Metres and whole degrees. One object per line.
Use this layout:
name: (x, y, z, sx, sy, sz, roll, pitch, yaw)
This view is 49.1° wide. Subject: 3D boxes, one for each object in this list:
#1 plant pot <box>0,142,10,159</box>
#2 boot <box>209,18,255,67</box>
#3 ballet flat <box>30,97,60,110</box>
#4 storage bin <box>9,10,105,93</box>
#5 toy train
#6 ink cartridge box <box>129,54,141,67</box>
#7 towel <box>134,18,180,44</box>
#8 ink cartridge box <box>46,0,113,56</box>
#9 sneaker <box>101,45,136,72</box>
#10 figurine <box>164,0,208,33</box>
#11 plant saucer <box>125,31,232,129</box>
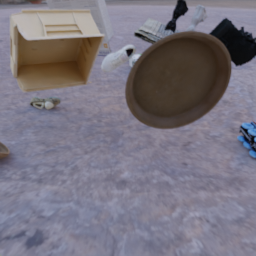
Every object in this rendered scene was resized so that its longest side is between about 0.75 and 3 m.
plant pot: (-4.424, 0.683, 8.822, 1.187, 0.548, 1.187, 35, 0, 0)
boot: (3.156, -2.512, 9.125, 1.521, 1.856, 0.687, 29, 47, -19)
ballet flat: (-3.672, -1.050, 12.277, 1.449, 0.492, 0.546, 4, 52, 17)
storage bin: (-2.305, -2.338, 8.703, 2.391, 2.408, 1.129, -13, 68, -28)
toy train: (4.428, 0.406, 9.379, 1.020, 0.774, 1.785, 3, 29, -7)
ink cartridge box: (0.879, -3.921, 16.950, 1.182, 0.681, 1.620, -10, 31, -17)
towel: (1.512, -3.584, 10.926, 2.220, 0.398, 2.305, 26, 38, 1)
ink cartridge box: (-1.970, -4.446, 11.767, 2.741, 2.791, 0.604, 12, 46, 31)
sneaker: (-0.382, -2.758, 11.018, 1.612, 0.603, 0.803, -36, 19, 3)
figurine: (1.880, -3.490, 9.146, 1.115, 1.088, 0.480, 26, -5, 17)
plant saucer: (1.211, -1.107, 6.911, 2.704, 2.704, 0.398, -7, 41, -12)
